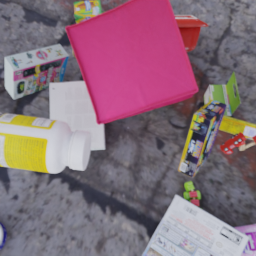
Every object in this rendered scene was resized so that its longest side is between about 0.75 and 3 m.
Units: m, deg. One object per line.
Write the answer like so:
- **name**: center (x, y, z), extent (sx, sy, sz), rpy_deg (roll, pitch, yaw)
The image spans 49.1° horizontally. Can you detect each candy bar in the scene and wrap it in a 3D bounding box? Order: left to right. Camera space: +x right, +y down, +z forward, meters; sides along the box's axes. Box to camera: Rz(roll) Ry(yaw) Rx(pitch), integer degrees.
- **candy bar**: center (3.641, -0.033, 9.463), extent (2.603, 0.288, 0.649), rpy_deg (18, 107, 18)

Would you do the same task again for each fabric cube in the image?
- **fabric cube**: center (0.281, -1.926, 8.778), extent (2.975, 2.966, 2.919), rpy_deg (-17, 92, 12)

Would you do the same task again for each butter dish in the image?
- **butter dish**: center (1.841, -3.572, 11.286), extent (2.339, 1.734, 2.345), rpy_deg (0, 25, 3)

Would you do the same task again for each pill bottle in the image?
- **pill bottle**: center (-2.414, 0.457, 7.666), extent (2.635, 1.467, 1.467), rpy_deg (8, 67, 3)

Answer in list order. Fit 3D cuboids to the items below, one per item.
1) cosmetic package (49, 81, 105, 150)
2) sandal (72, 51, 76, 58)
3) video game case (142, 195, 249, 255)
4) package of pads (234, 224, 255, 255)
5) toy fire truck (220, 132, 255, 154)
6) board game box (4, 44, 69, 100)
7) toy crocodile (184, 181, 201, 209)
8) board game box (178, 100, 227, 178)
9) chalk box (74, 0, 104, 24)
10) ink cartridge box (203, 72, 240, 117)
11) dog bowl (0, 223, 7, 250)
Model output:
- **cosmetic package**: center (-1.825, -0.413, 10.093), extent (1.875, 0.643, 2.487), rpy_deg (-3, 80, -3)
- **sandal**: center (-2.065, -3.535, 11.910), extent (0.578, 0.645, 1.759), rpy_deg (0, 54, 34)
- **video game case**: center (1.974, 3.584, 8.391), extent (2.396, 0.544, 2.172), rpy_deg (28, 77, 22)
- **package of pads**: center (3.701, 3.558, 8.741), extent (1.559, 0.590, 0.940), rpy_deg (-7, 70, -3)
- **toy fire truck**: center (2.943, 0.416, 7.289), extent (0.650, 0.922, 0.225), rpy_deg (31, 32, -30)
- **board game box**: center (-3.324, -2.052, 10.177), extent (2.100, 1.549, 0.675), rpy_deg (-29, 74, -35)
- **toy crocodile**: center (2.175, 2.543, 9.237), extent (0.523, 0.478, 1.548), rpy_deg (-5, 67, -2)
- **board game box**: center (2.172, 0.285, 8.172), extent (0.532, 1.875, 1.550), rpy_deg (25, 33, 26)
- **chalk box**: center (-1.541, -4.863, 12.177), extent (1.474, 0.914, 0.920), rpy_deg (-8, 68, -3)
- **ink cartridge box**: center (3.321, -1.026, 10.072), extent (0.663, 1.751, 1.294), rpy_deg (-1, 67, 0)
- **dog bowl**: center (-4.472, 3.477, 8.854), extent (1.122, 0.442, 1.122), rpy_deg (0, 67, 0)
